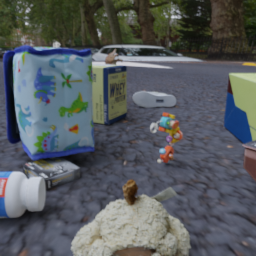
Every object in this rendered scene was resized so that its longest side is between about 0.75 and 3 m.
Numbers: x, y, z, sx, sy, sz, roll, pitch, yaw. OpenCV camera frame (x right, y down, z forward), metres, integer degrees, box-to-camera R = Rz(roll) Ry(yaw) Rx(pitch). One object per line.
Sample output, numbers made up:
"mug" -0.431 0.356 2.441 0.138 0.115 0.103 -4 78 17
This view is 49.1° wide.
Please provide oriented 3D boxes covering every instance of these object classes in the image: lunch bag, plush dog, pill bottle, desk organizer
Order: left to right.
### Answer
"pill bottle" -2.171 1.140 4.782 1.382 0.776 0.776 -2 17 -4
"lunch bag" -2.183 -0.768 7.280 1.873 2.499 2.939 -5 13 -29
"plush dog" 0.105 1.515 3.231 1.613 1.294 1.385 -2 41 -6
"desk organizer" 3.516 0.682 5.812 2.715 1.045 0.974 -12 21 -35

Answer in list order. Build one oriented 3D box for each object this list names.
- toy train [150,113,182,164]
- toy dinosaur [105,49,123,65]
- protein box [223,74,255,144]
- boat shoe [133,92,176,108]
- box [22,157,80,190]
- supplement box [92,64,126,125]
"toy train" 0.968 0.261 6.580 0.347 1.249 0.938 17 53 40
"toy dinosaur" -0.831 -2.862 12.937 1.056 1.558 0.669 -3 4 22
"protein box" 4.755 -0.542 8.372 2.795 1.886 2.774 0 17 0
"boat shoe" 1.212 -1.360 13.162 2.035 0.732 0.669 -1 12 -5
"box" -1.728 0.959 6.270 0.851 0.260 1.075 -16 23 -41
"supplement box" -1.282 -1.384 10.824 2.079 2.082 1.397 8 19 26
